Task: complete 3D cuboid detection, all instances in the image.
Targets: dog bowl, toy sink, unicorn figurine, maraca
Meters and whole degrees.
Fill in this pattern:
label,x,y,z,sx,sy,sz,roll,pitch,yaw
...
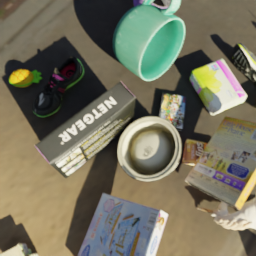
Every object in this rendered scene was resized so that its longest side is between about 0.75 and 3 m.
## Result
label,x,y,z,sx,sy,sz,roll,pitch,yaw
dog bowl,0.735,0.718,8.859,2.060,0.759,2.060,-7,70,19
toy sink,-3.177,3.679,8.105,0.900,0.587,0.504,-25,71,-8
unicorn figurine,3.825,2.547,8.262,2.806,1.036,1.928,38,83,8
maraca,-3.745,-1.822,10.215,1.143,0.612,0.784,-11,59,-15

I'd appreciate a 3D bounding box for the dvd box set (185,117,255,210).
label,x,y,z,sx,sy,sz,roll,pitch,yaw
dvd box set,3.054,0.903,8.267,1.843,0.370,2.520,20,72,52

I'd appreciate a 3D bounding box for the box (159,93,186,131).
label,x,y,z,sx,sy,sz,roll,pitch,yaw
box,1.545,-0.563,9.911,0.858,0.237,1.257,9,69,4

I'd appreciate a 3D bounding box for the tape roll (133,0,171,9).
label,x,y,z,sx,sy,sz,roll,pitch,yaw
tape roll,1.109,-5.063,11.114,1.689,0.718,1.689,5,73,-16

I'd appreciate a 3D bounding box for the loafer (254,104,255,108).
label,x,y,z,sx,sy,sz,roll,pitch,yaw
loafer,5.311,-1.049,9.954,1.756,0.641,0.626,-35,83,-7

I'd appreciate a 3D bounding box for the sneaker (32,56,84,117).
label,x,y,z,sx,sy,sz,roll,pitch,yaw
sneaker,-2.547,-1.516,9.826,0.980,1.070,2.553,27,71,10

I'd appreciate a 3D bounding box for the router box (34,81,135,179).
label,x,y,z,sx,sy,sz,roll,pitch,yaw
router box,-1.128,0.161,8.565,2.988,2.228,0.763,-39,76,-14

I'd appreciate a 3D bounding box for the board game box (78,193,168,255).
label,x,y,z,sx,sy,sz,roll,pitch,yaw
board game box,-0.239,3.126,7.752,2.205,0.455,2.210,5,64,41

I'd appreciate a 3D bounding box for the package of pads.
label,x,y,z,sx,sy,sz,roll,pitch,yaw
package of pads,3.165,-1.464,10.056,1.373,0.606,1.778,-23,71,-9

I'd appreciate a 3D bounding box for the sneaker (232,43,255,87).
label,x,y,z,sx,sy,sz,roll,pitch,yaw
sneaker,4.723,-2.324,10.387,0.857,0.783,2.119,-33,80,-19

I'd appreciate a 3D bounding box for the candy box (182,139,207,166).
label,x,y,z,sx,sy,sz,roll,pitch,yaw
candy box,2.515,0.910,9.272,1.336,0.369,0.771,12,71,4

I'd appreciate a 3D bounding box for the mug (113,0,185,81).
label,x,y,z,sx,sy,sz,roll,pitch,yaw
mug,0.718,-3.234,9.711,1.713,2.276,2.770,40,97,26
